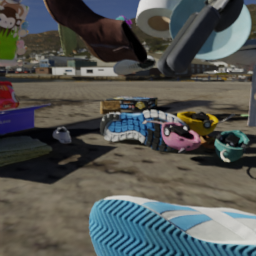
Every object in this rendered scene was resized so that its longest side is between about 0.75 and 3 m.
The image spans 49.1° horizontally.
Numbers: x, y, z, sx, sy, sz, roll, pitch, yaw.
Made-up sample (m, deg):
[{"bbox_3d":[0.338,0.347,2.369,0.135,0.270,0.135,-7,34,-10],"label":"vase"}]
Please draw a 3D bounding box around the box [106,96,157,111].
[{"bbox_3d":[0.210,-1.240,13.974,2.172,0.500,1.726,5,13,21],"label":"box"}]

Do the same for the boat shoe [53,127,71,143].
[{"bbox_3d":[-1.798,0.146,7.660,0.387,0.344,1.052,-7,14,-32],"label":"boat shoe"}]

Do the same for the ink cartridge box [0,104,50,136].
[{"bbox_3d":[-3.588,0.029,6.440,2.691,0.584,2.666,-10,5,28],"label":"ink cartridge box"}]

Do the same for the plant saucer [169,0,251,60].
[{"bbox_3d":[2.533,-3.175,8.848,2.455,2.455,0.473,2,-13,8],"label":"plant saucer"}]

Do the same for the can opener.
[{"bbox_3d":[1.656,-1.990,5.762,0.892,2.668,0.712,41,-18,-19],"label":"can opener"}]

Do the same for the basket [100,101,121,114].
[{"bbox_3d":[-0.761,-0.751,12.195,0.877,0.653,0.626,-2,45,-12],"label":"basket"}]

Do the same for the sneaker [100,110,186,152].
[{"bbox_3d":[0.536,-0.026,7.225,2.536,0.951,1.099,10,10,38],"label":"sneaker"}]

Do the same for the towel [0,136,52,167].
[{"bbox_3d":[-2.741,0.481,6.076,1.345,0.331,1.812,10,15,43],"label":"towel"}]

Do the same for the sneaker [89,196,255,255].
[{"bbox_3d":[0.573,1.062,2.560,1.962,0.751,0.793,10,4,19],"label":"sneaker"}]

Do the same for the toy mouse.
[{"bbox_3d":[1.609,0.282,5.957,2.499,0.484,2.221,4,27,-12],"label":"toy mouse"}]

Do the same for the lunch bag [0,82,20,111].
[{"bbox_3d":[-4.483,-0.619,8.056,2.154,1.002,2.445,-23,-1,32],"label":"lunch bag"}]

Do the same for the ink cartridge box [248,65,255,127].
[{"bbox_3d":[5.250,-1.059,9.165,2.569,2.088,0.733,2,12,8],"label":"ink cartridge box"}]

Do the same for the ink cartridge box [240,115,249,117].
[{"bbox_3d":[6.225,-0.858,11.262,2.885,0.856,1.498,-3,12,-15],"label":"ink cartridge box"}]

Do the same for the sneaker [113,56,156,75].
[{"bbox_3d":[0.277,-2.661,11.769,1.857,0.678,0.658,-18,18,-8],"label":"sneaker"}]

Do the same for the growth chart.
[{"bbox_3d":[-3.887,-3.119,8.415,0.261,2.940,2.128,36,37,25],"label":"growth chart"}]

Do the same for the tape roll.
[{"bbox_3d":[1.217,-4.068,10.256,1.830,0.640,1.830,11,-12,2],"label":"tape roll"}]

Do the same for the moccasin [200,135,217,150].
[{"bbox_3d":[1.994,0.333,6.823,0.300,0.317,0.821,-2,12,-9],"label":"moccasin"}]

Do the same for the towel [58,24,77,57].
[{"bbox_3d":[-2.531,-3.841,11.723,0.267,1.462,1.085,9,41,13],"label":"towel"}]

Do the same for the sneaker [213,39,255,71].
[{"bbox_3d":[3.714,-2.327,9.160,2.390,0.962,0.913,3,34,25],"label":"sneaker"}]

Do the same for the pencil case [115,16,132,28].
[{"bbox_3d":[-0.660,-3.682,10.981,1.692,0.720,0.782,-44,24,-21],"label":"pencil case"}]

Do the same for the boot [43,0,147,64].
[{"bbox_3d":[-0.811,-2.759,7.194,2.232,0.971,2.684,19,-22,46],"label":"boot"}]
